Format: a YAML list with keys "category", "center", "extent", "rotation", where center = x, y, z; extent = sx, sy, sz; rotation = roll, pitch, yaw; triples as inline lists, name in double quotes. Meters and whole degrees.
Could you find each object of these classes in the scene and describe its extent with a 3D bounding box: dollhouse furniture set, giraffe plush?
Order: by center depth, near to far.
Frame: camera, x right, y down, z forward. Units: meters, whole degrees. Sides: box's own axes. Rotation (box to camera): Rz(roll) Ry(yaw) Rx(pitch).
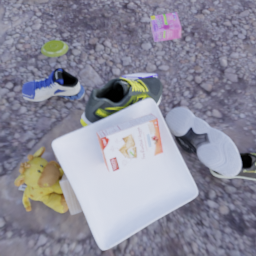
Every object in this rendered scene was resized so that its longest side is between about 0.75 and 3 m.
- category: "dollhouse furniture set"
  center: [-0.748, 1.030, 7.354]
  extent: [1.969, 1.858, 1.285]
  rotation: [-18, 8, -6]
- category: "giraffe plush"
  center: [-2.353, 1.366, 7.845]
  extent: [1.883, 1.527, 1.624]
  rotation: [-4, 51, -3]

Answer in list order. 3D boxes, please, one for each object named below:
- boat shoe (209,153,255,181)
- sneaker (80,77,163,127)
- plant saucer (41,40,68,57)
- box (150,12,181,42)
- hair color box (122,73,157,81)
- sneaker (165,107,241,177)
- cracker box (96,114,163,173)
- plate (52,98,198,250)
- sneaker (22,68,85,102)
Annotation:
- category: "boat shoe"
  center: [3.672, 1.135, 8.604]
  extent: [2.200, 0.662, 0.784]
  rotation: [-2, 50, -2]
- category: "sneaker"
  center: [0.042, -0.854, 7.735]
  extent: [1.091, 1.240, 2.930]
  rotation: [42, 53, 19]
- category: "plant saucer"
  center: [-3.413, -3.708, 12.933]
  extent: [1.244, 0.193, 1.244]
  rotation: [0, 51, 0]
- category: "box"
  center: [1.176, -3.172, 8.815]
  extent: [0.852, 0.412, 0.749]
  rotation: [-8, 60, 3]
- category: "hair color box"
  center: [0.453, -1.760, 10.503]
  extent: [0.829, 0.492, 1.517]
  rotation: [8, 18, 25]
- category: "sneaker"
  center: [2.297, 0.511, 8.487]
  extent: [0.997, 1.503, 2.642]
  rotation: [-44, 61, -1]
- category: "cracker box"
  center: [0.061, 0.356, 6.665]
  extent: [1.439, 0.964, 0.415]
  rotation: [-19, 27, -12]
- category: "plate"
  center: [-0.029, 1.040, 6.954]
  extent: [2.816, 0.455, 2.810]
  rotation: [-25, 88, -15]
- category: "sneaker"
  center: [-2.787, -1.661, 10.321]
  extent: [2.256, 1.303, 0.911]
  rotation: [-2, 66, -4]
